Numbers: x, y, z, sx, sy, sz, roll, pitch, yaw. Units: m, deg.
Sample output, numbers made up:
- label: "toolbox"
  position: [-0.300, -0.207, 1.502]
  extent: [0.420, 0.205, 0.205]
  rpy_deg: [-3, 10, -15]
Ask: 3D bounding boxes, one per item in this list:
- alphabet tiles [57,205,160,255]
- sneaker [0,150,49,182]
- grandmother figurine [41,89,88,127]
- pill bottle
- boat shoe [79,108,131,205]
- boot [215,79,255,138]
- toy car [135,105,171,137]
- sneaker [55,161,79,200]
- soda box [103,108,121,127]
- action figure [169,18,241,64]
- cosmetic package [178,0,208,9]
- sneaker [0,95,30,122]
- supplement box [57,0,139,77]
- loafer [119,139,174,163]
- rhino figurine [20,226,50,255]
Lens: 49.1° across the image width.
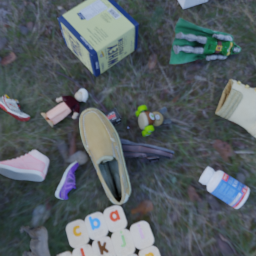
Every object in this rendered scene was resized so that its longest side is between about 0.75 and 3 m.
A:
- label: "alphabet tiles"
  position: [-0.557, 3.787, 7.806]
  extent: [2.884, 0.210, 2.821]
  rpy_deg: [-20, 71, -7]
- label: "sneaker"
  position: [-3.226, 1.116, 8.680]
  extent: [1.664, 0.626, 0.870]
  rpy_deg: [5, 51, 12]
- label: "grandmother figurine"
  position: [-2.033, -0.711, 9.432]
  extent: [1.666, 0.505, 1.010]
  rpy_deg: [-40, 83, -12]
- label: "pill bottle"
  position: [2.818, 1.738, 8.322]
  extent: [1.315, 0.738, 0.738]
  rpy_deg: [32, 72, 11]
- label: "boat shoe"
  position: [-0.633, 0.777, 8.032]
  extent: [1.049, 1.115, 2.927]
  rpy_deg: [-25, 88, 1]
- label: "boot"
  position: [4.306, -1.124, 9.003]
  extent: [2.159, 1.011, 2.778]
  rpy_deg: [31, 89, 4]
- label: "toy car"
  position: [0.878, -0.307, 9.120]
  extent: [1.043, 0.823, 0.857]
  rpy_deg: [-14, 76, -14]
- label: "sneaker"
  position: [-1.786, 1.610, 8.600]
  extent: [0.508, 0.491, 1.219]
  rpy_deg: [24, 79, -6]
- label: "soda box"
  position: [-0.896, -0.135, 9.229]
  extent: [1.307, 0.414, 0.462]
  rpy_deg: [-27, 71, -11]
- label: "action figure"
  position: [2.848, -2.887, 9.862]
  extent: [2.609, 1.541, 0.713]
  rpy_deg: [-1, 33, -19]
- label: "cosmetic package"
  position: [2.501, -5.528, 11.180]
  extent: [1.133, 0.697, 1.129]
  rpy_deg: [-20, 70, -9]
- label: "sneaker"
  position: [-3.819, -0.680, 9.385]
  extent: [1.323, 0.515, 0.543]
  rpy_deg: [32, 72, 11]
- label: "supplement box"
  position: [-1.025, -3.337, 9.973]
  extent: [1.999, 1.343, 2.001]
  rpy_deg: [-38, 73, -13]
- label: "loafer"
  position: [0.336, 0.808, 8.759]
  extent: [2.122, 0.763, 0.668]
  rpy_deg: [11, 82, 12]
- label: "rhino figurine"
  position: [-2.459, 3.399, 7.634]
  extent: [0.695, 0.475, 1.590]
  rpy_deg: [-6, 94, 13]
